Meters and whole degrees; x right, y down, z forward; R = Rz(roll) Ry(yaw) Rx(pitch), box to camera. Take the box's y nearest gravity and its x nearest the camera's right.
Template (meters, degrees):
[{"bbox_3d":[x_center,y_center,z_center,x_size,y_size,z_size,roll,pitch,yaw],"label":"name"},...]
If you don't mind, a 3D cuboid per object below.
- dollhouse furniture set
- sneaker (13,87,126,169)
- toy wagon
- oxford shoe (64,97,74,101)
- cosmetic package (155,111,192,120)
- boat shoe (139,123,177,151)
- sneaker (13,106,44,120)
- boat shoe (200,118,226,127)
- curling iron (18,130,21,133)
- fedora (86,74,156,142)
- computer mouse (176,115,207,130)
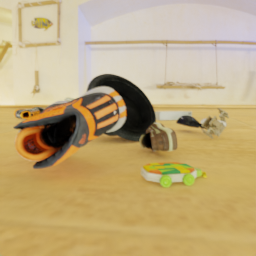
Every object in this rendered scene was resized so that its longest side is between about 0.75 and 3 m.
[{"bbox_3d":[2.174,-0.132,7.251,0.525,0.693,0.791,38,1,28],"label":"dollhouse furniture set"},{"bbox_3d":[-1.215,0.079,4.172,2.324,0.902,1.302,-25,4,43],"label":"sneaker"},{"bbox_3d":[0.608,0.574,3.634,0.857,0.170,0.665,-2,7,-14],"label":"toy wagon"},{"bbox_3d":[-1.769,-0.645,12.535,2.787,0.805,1.048,15,-23,18],"label":"oxford shoe"},{"bbox_3d":[2.114,-0.575,13.239,1.655,0.419,0.683,-2,6,-17],"label":"cosmetic package"},{"bbox_3d":[0.467,0.185,5.431,0.538,0.537,1.454,-10,1,-9],"label":"boat shoe"},{"bbox_3d":[-4.740,-0.674,13.742,1.579,0.618,0.610,-14,21,-40],"label":"sneaker"},{"bbox_3d":[2.992,-0.155,9.931,0.911,0.323,0.318,12,9,33],"label":"boat shoe"},{"bbox_3d":[-2.476,0.055,8.249,1.524,0.195,0.378,-7,-35,0],"label":"curling iron"},{"bbox_3d":[-0.298,-0.374,7.120,2.039,2.039,0.931,-5,-22,-42],"label":"fedora"},{"bbox_3d":[2.098,-0.155,8.499,1.016,0.333,1.447,13,2,-7],"label":"computer mouse"}]
